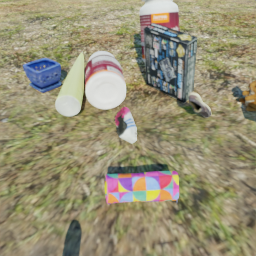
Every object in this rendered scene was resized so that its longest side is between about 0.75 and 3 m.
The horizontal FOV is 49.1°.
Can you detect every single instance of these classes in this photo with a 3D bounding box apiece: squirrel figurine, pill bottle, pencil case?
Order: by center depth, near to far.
[{"bbox_3d":[0.302,1.236,5.852,1.584,0.700,0.700,0,35,-5],"label":"pencil case"},{"bbox_3d":[4.186,-1.094,8.961,0.981,0.916,0.694,2,35,3],"label":"squirrel figurine"},{"bbox_3d":[-0.820,-1.719,9.536,1.288,1.288,2.255,-4,35,-6],"label":"pill bottle"},{"bbox_3d":[1.201,-3.911,10.731,1.470,2.684,1.470,-5,21,2],"label":"pill bottle"}]

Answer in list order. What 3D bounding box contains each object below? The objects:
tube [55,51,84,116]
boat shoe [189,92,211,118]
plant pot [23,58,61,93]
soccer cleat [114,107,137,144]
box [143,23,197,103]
[{"bbox_3d":[-1.731,-1.475,9.179,0.832,0.745,2.869,-30,31,19],"label":"tube"},{"bbox_3d":[2.043,-0.590,8.084,0.382,1.063,0.345,0,56,45],"label":"boat shoe"},{"bbox_3d":[-3.029,-1.867,10.073,0.998,0.898,0.998,27,44,35],"label":"plant pot"},{"bbox_3d":[-0.037,-0.064,7.904,0.620,0.502,1.436,39,23,-23],"label":"soccer cleat"},{"bbox_3d":[1.336,-2.108,9.196,0.509,2.213,1.759,-37,51,-27],"label":"box"}]
